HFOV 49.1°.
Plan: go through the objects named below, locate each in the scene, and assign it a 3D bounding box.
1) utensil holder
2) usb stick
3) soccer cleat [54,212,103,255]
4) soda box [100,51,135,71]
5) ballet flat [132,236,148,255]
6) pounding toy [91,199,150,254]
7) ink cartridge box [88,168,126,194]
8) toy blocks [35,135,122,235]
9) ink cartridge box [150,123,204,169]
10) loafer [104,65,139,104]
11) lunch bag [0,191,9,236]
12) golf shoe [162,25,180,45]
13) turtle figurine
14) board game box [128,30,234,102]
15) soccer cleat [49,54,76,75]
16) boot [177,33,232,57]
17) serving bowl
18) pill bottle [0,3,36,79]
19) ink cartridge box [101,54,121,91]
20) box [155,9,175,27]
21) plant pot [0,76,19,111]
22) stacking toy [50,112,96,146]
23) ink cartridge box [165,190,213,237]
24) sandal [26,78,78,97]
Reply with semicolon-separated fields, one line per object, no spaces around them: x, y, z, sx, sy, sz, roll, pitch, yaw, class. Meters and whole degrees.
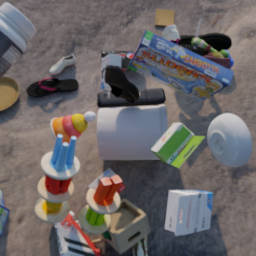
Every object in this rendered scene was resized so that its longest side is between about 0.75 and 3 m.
0.160;0.209;10.045;2.363;2.008;2.008;-2;62;1;utensil holder
0.130;-1.246;11.653;2.849;0.465;0.790;-4;63;-2;usb stick
-1.804;3.673;8.779;1.273;1.026;2.989;-38;73;-24;soccer cleat
-0.245;-2.976;12.440;1.903;0.673;0.603;2;60;2;soda box
0.364;3.717;9.028;0.595;0.503;1.573;-11;62;-3;ballet flat
-0.330;3.213;8.850;1.510;1.073;1.390;-25;26;-28;pounding toy
-0.748;2.107;10.028;1.030;0.230;0.907;-40;68;-18;ink cartridge box
-1.202;1.493;7.374;2.273;2.727;0.990;16;36;-6;toy blocks
1.206;0.400;7.083;0.522;1.379;1.019;42;85;-6;ink cartridge box
-0.275;-1.258;9.116;0.704;1.929;0.688;12;73;34;loafer
-4.570;2.701;9.087;1.007;1.343;1.580;-19;63;-9;lunch bag
1.433;-3.033;10.242;0.571;1.515;0.693;-21;73;-18;golf shoe
2.837;-2.766;11.724;2.368;1.758;2.442;-31;69;-16;turtle figurine
1.525;-1.825;8.808;2.843;1.924;0.490;24;77;-5;board game box
-2.948;-2.844;12.464;1.336;0.518;0.463;-35;68;-16;soccer cleat
3.259;-3.152;12.328;2.593;0.976;1.939;0;55;12;boot
2.485;0.358;7.214;0.464;1.410;1.410;-12;62;-21;serving bowl
-4.052;-2.435;8.485;1.404;1.404;2.483;36;83;17;pill bottle
-0.634;-2.015;10.257;0.488;0.846;1.166;3;86;-25;ink cartridge box
1.849;-5.511;14.086;0.940;0.122;1.150;7;62;3;box
-5.483;-1.405;11.865;1.811;0.249;1.811;0;63;0;plant pot
-1.500;-0.068;8.155;1.328;0.970;0.970;-25;62;16;stacking toy
1.345;1.917;6.472;0.521;1.537;0.891;2;82;43;ink cartridge box
-3.249;-1.836;11.943;2.203;0.497;0.828;-9;63;-5;sandal
